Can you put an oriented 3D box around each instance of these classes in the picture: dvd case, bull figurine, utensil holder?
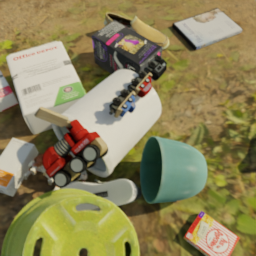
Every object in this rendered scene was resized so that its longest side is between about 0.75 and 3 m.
[{"bbox_3d":[3.426,-4.365,12.219,2.506,0.220,1.788,-24,60,-15],"label":"dvd case"},{"bbox_3d":[-2.104,1.339,8.181,1.827,0.595,1.109,20,29,20],"label":"bull figurine"},{"bbox_3d":[-0.558,-0.201,8.380,2.190,2.190,2.577,34,60,20],"label":"utensil holder"}]

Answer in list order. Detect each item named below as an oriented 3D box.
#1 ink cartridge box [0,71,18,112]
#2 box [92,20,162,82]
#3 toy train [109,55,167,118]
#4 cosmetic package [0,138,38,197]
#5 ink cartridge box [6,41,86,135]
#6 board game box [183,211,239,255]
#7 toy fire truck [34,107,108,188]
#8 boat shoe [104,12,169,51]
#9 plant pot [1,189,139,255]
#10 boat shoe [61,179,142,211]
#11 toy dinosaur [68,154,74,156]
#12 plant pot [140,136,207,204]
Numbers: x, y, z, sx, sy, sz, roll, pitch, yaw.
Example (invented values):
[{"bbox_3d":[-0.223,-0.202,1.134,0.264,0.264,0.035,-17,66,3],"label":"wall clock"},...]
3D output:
[{"bbox_3d":[-4.844,-1.327,9.948,1.177,0.685,1.625,-30,62,-18],"label":"ink cartridge box"},{"bbox_3d":[-0.053,-2.654,10.358,2.368,1.447,1.256,38,64,22],"label":"box"},{"bbox_3d":[0.340,-1.113,7.526,0.589,0.439,2.572,39,58,1],"label":"toy train"},{"bbox_3d":[-3.460,1.157,8.399,0.788,0.554,1.554,15,57,10],"label":"cosmetic package"},{"bbox_3d":[-2.801,-1.476,9.741,2.057,1.188,2.817,-20,59,-12],"label":"ink cartridge box"},{"bbox_3d":[2.195,2.922,7.421,1.158,0.268,0.877,33,63,20],"label":"board game box"},{"bbox_3d":[-1.474,0.360,6.299,1.404,1.027,1.596,-41,83,13],"label":"toy fire truck"},{"bbox_3d":[0.297,-3.986,11.438,2.897,1.103,1.038,18,59,12],"label":"boat shoe"},{"bbox_3d":[-1.023,2.336,5.262,2.739,2.518,2.739,6,68,-16],"label":"plant pot"},{"bbox_3d":[-0.804,1.865,7.777,2.400,0.820,0.886,-17,67,18],"label":"boat shoe"},{"bbox_3d":[-1.685,0.555,8.344,0.259,0.891,0.450,37,96,43],"label":"toy dinosaur"},{"bbox_3d":[1.275,1.192,7.751,1.442,1.796,1.796,6,56,-14],"label":"plant pot"}]
